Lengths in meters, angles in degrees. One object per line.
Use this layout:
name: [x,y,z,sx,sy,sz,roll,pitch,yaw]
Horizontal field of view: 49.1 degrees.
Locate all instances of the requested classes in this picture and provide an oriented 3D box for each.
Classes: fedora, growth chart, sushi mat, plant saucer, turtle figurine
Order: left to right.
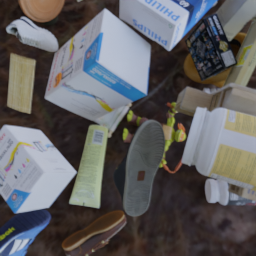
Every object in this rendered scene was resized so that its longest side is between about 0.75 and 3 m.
sushi mat: [-2.233,-0.899,5.825,0.570,1.191,0.072,19,25,7]
plant saucer: [-2.088,-3.277,6.937,0.210,1.303,1.303,35,71,27]
growth chart: [-1.108,-0.968,10.036,2.433,0.216,1.761,34,71,13]
turtle figurine: [1.004,0.023,9.238,2.141,0.855,2.655,11,85,15]
fedora: [3.265,-2.231,9.849,2.628,1.072,2.628,-21,41,19]

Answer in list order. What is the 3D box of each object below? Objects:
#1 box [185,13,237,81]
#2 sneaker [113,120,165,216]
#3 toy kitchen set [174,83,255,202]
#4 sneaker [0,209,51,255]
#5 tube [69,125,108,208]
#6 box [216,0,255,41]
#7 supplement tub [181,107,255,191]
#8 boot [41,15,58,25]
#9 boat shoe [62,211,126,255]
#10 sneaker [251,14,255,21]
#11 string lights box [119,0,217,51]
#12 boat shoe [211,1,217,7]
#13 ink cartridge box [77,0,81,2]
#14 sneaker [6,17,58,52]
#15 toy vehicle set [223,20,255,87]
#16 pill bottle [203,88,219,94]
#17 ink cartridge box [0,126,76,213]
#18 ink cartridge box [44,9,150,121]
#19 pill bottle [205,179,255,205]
box: [2.247,-2.157,7.863,0.404,1.758,1.397,-23,90,-4]
sneaker: [0.116,0.792,6.652,0.847,1.203,2.265,8,104,-24]
toy kitchen set: [2.210,0.329,6.366,2.395,1.954,2.161,17,86,0]
sneaker: [-3.225,3.224,8.006,2.292,0.943,0.847,-33,41,-31]
tube: [-1.179,1.194,8.959,0.665,0.743,2.562,21,67,-32]
box: [3.070,-3.301,7.662,0.615,1.798,0.739,8,61,-22]
supplement tub: [2.142,0.406,5.462,1.928,1.402,1.402,17,68,14]
boot: [-3.810,-5.737,11.100,1.087,1.941,2.807,-37,71,-14]
boat shoe: [-0.899,3.138,8.127,1.965,0.692,0.691,-27,108,-8]
sneaker: [3.622,-3.623,8.055,0.762,0.722,1.886,-43,83,19]
string lights box: [1.302,-3.362,6.655,1.530,0.878,2.978,37,70,12]
boat shoe: [2.730,-5.378,11.593,2.084,0.748,0.789,-16,68,-6]
ink cartridge box: [-1.125,-5.393,8.704,1.997,2.457,0.701,-27,65,-3]
sneaker: [-2.334,-2.204,6.896,1.348,0.515,0.543,30,47,12]
toy vehicle set: [2.901,-1.721,6.847,0.252,1.183,1.904,22,104,3]
pill bottle: [3.203,-1.086,9.874,1.107,0.606,0.606,6,67,3]
ink cartridge box: [-1.957,0.773,5.473,1.354,0.980,0.997,42,100,24]
ink cartridge box: [-0.734,-1.344,6.679,1.488,2.057,1.514,27,56,-36]
pill bottle: [3.159,1.902,8.481,1.485,0.860,0.860,0,67,1]
